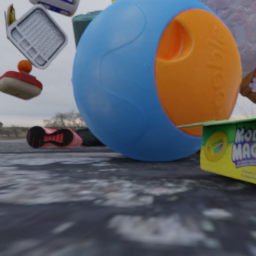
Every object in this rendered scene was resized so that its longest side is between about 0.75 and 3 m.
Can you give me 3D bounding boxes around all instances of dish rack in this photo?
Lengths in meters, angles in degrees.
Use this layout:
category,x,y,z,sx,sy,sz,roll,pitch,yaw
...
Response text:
category,x,y,z,sx,sy,sz,roll,pitch,yaw
dish rack,-2.095,-2.078,6.506,0.287,1.319,1.132,-10,-48,44

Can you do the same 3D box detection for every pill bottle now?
category,x,y,z,sx,sy,sz,roll,pitch,yaw
pill bottle,-2.065,-3.504,7.130,1.532,0.917,0.917,8,-6,-33

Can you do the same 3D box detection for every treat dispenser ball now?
category,x,y,z,sx,sy,sz,roll,pitch,yaw
treat dispenser ball,0.483,-0.874,5.164,2.993,2.993,2.993,0,-2,0

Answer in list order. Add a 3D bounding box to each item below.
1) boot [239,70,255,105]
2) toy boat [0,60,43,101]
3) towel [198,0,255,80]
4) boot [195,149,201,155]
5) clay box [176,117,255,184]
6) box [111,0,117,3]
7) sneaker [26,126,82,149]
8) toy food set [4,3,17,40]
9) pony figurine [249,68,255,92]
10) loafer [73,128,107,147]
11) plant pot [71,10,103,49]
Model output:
category,x,y,z,sx,sy,sz,roll,pitch,yaw
boot,4.697,-1.817,9.328,1.741,2.242,0.860,29,7,24
toy boat,-2.808,-1.323,7.375,0.985,0.987,1.510,21,-14,-34
towel,2.074,-2.483,5.989,0.456,2.703,2.830,-32,-9,-44
boot,2.343,0.241,6.912,2.342,0.844,1.811,5,1,23
clay box,1.690,0.196,2.448,2.308,0.549,1.326,0,-2,-9
box,0.002,-3.254,6.084,1.048,1.535,0.289,-37,-46,22
sneaker,-3.032,0.524,11.474,2.547,0.939,1.105,4,-13,25
toy food set,-2.788,-2.619,6.841,0.213,0.733,1.062,0,34,-12
pony figurine,3.673,-1.724,7.058,1.793,1.493,1.731,18,-1,-23
loafer,-1.428,0.448,14.026,2.896,0.983,1.017,6,-14,-39
plant pot,-0.971,-2.686,8.824,1.737,1.701,1.737,-7,33,5
